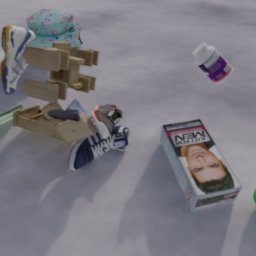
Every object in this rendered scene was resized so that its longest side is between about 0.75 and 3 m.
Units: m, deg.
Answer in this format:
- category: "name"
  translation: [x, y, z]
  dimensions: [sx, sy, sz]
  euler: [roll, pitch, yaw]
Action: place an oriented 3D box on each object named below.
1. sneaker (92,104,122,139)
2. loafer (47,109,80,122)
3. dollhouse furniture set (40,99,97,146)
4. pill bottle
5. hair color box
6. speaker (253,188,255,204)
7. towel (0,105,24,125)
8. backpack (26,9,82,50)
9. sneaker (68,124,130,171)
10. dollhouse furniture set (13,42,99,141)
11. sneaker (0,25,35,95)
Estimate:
- category: "sneaker"
  translation: [-0.568, -0.353, 8.232]
  dimensions: [0.800, 0.753, 1.954]
  euler: [-21, 23, 2]
- category: "loafer"
  translation: [-1.694, -0.297, 7.328]
  dimensions: [0.958, 0.302, 0.344]
  euler: [2, 28, 23]
- category: "dollhouse furniture set"
  translation: [-1.474, -0.523, 8.541]
  dimensions: [1.048, 1.516, 1.606]
  euler: [-21, 24, 29]
- category: "pill bottle"
  translation: [2.878, -2.232, 9.658]
  dimensions: [1.413, 0.795, 0.795]
  euler: [41, 46, -15]
- category: "hair color box"
  translation: [1.981, 0.967, 8.175]
  dimensions: [1.310, 0.803, 2.647]
  euler: [-10, 46, -10]
- category: "speaker"
  translation: [4.400, 1.391, 7.629]
  dimensions: [2.283, 1.009, 1.009]
  euler: [-32, 53, -28]
- category: "towel"
  translation: [-4.048, -0.364, 9.290]
  dimensions: [1.100, 1.443, 0.169]
  euler: [-32, 97, -28]
- category: "backpack"
  translation: [-3.558, -4.090, 12.661]
  dimensions: [2.275, 1.929, 2.562]
  euler: [20, 53, 20]
- category: "sneaker"
  translation: [-0.776, 0.572, 8.583]
  dimensions: [1.196, 0.773, 2.205]
  euler: [17, 44, 23]
- category: "dollhouse furniture set"
  translation: [-2.424, -1.282, 8.846]
  dimensions: [1.883, 2.834, 2.484]
  euler: [15, 20, 15]
- category: "sneaker"
  translation: [-3.644, -2.145, 9.344]
  dimensions: [1.042, 2.363, 0.890]
  euler: [-5, 39, -35]
